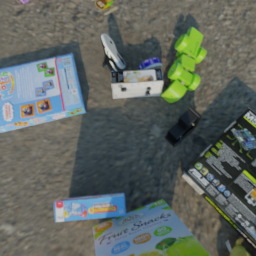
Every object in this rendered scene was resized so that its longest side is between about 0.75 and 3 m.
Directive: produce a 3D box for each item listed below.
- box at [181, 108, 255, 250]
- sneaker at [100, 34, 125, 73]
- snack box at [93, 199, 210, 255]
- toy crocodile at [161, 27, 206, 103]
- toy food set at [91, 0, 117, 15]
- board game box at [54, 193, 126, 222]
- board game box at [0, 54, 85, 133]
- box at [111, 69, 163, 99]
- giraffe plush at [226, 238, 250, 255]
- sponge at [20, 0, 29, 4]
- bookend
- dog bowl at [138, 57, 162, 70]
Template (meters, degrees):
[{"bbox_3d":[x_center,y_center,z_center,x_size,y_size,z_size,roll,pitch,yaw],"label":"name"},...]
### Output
[{"bbox_3d":[3.568,1.378,7.989,2.867,0.705,2.968,-42,74,-13],"label":"box"},{"bbox_3d":[-0.721,-2.449,9.520,1.313,0.734,0.480,59,39,-8],"label":"sneaker"},{"bbox_3d":[0.352,2.804,6.361,2.128,2.993,0.793,-18,98,-7],"label":"snack box"},{"bbox_3d":[1.892,-2.164,9.472,0.990,0.906,2.933,26,68,-20],"label":"toy crocodile"},{"bbox_3d":[-0.948,-4.900,10.896,0.707,0.205,1.024,-36,73,-13],"label":"toy food set"},{"bbox_3d":[-0.905,2.042,7.327,1.688,1.653,0.472,-5,79,-1],"label":"board game box"},{"bbox_3d":[-3.011,-1.186,9.247,2.822,0.516,2.135,-13,69,-5],"label":"board game box"},{"bbox_3d":[0.279,-1.424,9.128,1.630,0.951,0.490,-4,66,0],"label":"box"},{"bbox_3d":[3.143,3.664,7.156,1.154,1.228,1.423,25,34,-1],"label":"giraffe plush"},{"bbox_3d":[-3.635,-6.100,11.155,2.398,0.358,1.338,-40,81,-11],"label":"sponge"},{"bbox_3d":[1.657,-0.017,8.538,0.975,0.981,0.452,-39,72,-15],"label":"bookend"},{"bbox_3d":[0.744,-2.059,9.435,0.779,0.779,0.307,-20,84,-8],"label":"dog bowl"}]
